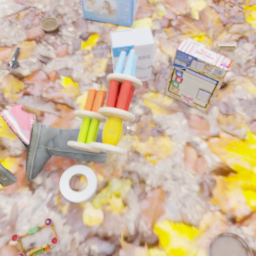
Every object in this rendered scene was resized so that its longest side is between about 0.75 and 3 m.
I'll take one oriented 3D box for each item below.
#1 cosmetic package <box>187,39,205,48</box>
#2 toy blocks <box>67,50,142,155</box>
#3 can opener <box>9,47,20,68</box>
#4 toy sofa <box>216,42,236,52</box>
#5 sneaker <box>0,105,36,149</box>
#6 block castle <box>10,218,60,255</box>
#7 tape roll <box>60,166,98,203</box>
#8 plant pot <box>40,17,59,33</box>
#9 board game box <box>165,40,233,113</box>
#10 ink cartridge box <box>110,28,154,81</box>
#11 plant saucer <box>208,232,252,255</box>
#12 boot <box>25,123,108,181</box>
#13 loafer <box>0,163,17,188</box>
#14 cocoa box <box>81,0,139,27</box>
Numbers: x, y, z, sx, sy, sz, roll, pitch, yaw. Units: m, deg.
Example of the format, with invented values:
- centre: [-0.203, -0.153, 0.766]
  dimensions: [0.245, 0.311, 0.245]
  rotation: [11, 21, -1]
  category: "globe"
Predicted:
- centre: [2.741, -3.194, 12.366]
  dimensions: [0.823, 0.998, 0.824]
  rotation: [30, 67, 14]
  category: "cosmetic package"
- centre: [-0.627, -0.710, 7.957]
  dimensions: [1.008, 2.313, 2.775]
  rotation: [20, 77, -36]
  category: "toy blocks"
- centre: [-5.153, -3.204, 12.823]
  dimensions: [0.363, 0.288, 1.093]
  rotation: [21, 61, -29]
  category: "can opener"
- centre: [4.551, -3.820, 13.044]
  dimensions: [0.856, 0.355, 0.418]
  rotation: [0, 65, 0]
  category: "toy sofa"
- centre: [-3.941, -0.057, 10.873]
  dimensions: [1.044, 0.887, 2.407]
  rotation: [-39, 69, -19]
  category: "sneaker"
- centre: [-3.012, 3.664, 9.144]
  dimensions: [1.393, 0.653, 0.931]
  rotation: [-23, 66, -11]
  category: "block castle"
- centre: [-1.798, 2.029, 10.188]
  dimensions: [1.354, 0.247, 1.354]
  rotation: [0, 63, 1]
  category: "tape roll"
- centre: [-3.774, -4.910, 13.563]
  dimensions: [0.861, 0.397, 0.861]
  rotation: [0, 64, -1]
  category: "plant pot"
- centre: [2.589, -1.878, 10.810]
  dimensions: [1.959, 2.586, 0.599]
  rotation: [28, 61, 12]
  category: "board game box"
- centre: [0.148, -2.908, 11.557]
  dimensions: [1.595, 2.199, 0.921]
  rotation: [-9, 61, -4]
  category: "ink cartridge box"
- centre: [3.297, 4.166, 9.125]
  dimensions: [1.442, 0.248, 1.442]
  rotation: [0, 64, 1]
  category: "plant saucer"
- centre: [-2.175, 0.971, 10.185]
  dimensions: [2.809, 2.554, 1.019]
  rotation: [7, 33, -26]
  category: "boot"
- centre: [-3.601, 1.272, 7.705]
  dimensions: [0.516, 1.482, 0.557]
  rotation: [-42, 56, -17]
  category: "loafer"
- centre: [-0.821, -6.224, 13.455]
  dimensions: [2.549, 1.700, 1.672]
  rotation: [12, 62, 5]
  category: "cocoa box"
